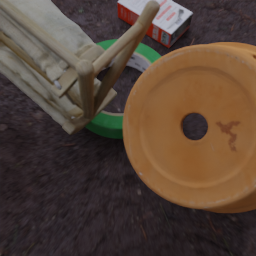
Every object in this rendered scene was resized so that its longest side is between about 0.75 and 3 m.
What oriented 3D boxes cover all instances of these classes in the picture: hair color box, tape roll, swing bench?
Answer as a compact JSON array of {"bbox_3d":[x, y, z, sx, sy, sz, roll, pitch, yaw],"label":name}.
[{"bbox_3d":[0.773,-3.386,8.390,1.968,0.629,1.092,37,71,16],"label":"hair color box"},{"bbox_3d":[-0.226,-1.071,7.354,2.693,0.647,2.693,0,66,1],"label":"tape roll"},{"bbox_3d":[-1.401,-1.490,4.650,2.734,2.748,1.783,40,61,1],"label":"swing bench"}]

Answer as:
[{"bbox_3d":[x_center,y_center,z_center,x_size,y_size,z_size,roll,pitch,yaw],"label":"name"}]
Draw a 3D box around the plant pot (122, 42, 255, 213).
[{"bbox_3d":[1.183,-0.022,4.077,2.777,1.944,2.777,-1,89,28],"label":"plant pot"}]
